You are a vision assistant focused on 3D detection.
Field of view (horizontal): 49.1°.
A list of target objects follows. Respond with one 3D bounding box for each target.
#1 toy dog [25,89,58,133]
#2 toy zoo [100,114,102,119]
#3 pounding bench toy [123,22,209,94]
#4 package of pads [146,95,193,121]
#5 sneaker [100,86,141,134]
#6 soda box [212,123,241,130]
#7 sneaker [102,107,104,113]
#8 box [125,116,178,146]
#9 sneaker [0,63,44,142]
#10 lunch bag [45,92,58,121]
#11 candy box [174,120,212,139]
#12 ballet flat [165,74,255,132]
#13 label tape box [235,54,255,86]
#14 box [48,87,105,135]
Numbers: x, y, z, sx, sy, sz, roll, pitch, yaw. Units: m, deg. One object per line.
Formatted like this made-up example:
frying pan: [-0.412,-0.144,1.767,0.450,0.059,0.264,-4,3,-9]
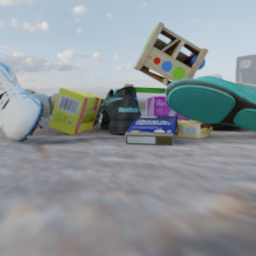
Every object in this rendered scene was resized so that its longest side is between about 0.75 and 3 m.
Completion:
toy dog: [-2.512,-0.301,7.228,1.501,1.096,2.276,14,17,21]
toy zoo: [-1.650,-0.648,15.040,2.823,0.289,1.852,-3,5,-41]
pounding bench toy: [1.174,-1.797,9.358,1.962,2.515,1.563,28,10,-7]
package of pads: [1.407,-0.593,9.595,1.598,1.004,2.653,-1,4,3]
sneaker: [-0.156,-0.458,7.431,1.055,1.109,2.798,-2,3,-13]
soda box: [2.996,-0.491,8.424,0.869,0.971,2.745,-1,3,25]
sneaker: [-0.688,-0.647,10.627,0.995,0.851,2.401,12,-3,1]
box: [0.492,-0.014,5.293,0.822,0.220,1.357,1,17,13]
sneaker: [-2.430,-0.590,5.382,2.644,0.950,0.958,39,3,43]
lunch bag: [-2.270,-0.673,9.341,1.930,1.230,1.641,9,-1,-35]
candy box: [1.153,0.009,6.146,1.190,0.329,0.687,5,6,36]
ballet flat: [2.003,-0.550,5.616,2.842,0.957,1.000,13,46,-12]
label tape box: [4.481,-1.327,7.105,2.919,0.965,2.091,-2,-5,34]
box: [-1.239,-0.472,7.460,0.660,0.991,2.634,20,5,4]
